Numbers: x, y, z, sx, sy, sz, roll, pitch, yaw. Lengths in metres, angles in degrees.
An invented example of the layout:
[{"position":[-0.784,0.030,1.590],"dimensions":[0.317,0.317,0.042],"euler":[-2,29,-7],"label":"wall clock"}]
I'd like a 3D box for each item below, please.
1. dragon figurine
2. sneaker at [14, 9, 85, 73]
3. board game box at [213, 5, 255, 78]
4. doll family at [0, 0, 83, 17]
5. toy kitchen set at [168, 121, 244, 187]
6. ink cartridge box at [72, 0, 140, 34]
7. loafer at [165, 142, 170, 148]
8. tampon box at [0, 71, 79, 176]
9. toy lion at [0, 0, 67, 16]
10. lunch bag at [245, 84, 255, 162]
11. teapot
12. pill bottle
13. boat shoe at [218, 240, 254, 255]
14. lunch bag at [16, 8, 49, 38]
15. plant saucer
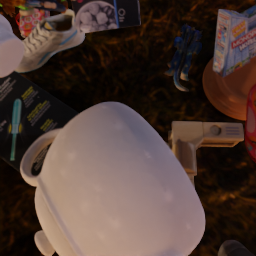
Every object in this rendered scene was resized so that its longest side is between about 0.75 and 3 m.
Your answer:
[{"position":[1.316,-1.737,6.579],"dimensions":[0.631,1.067,2.145],"euler":[18,36,3],"label":"dragon figurine"},{"position":[-2.617,-2.689,8.558],"dimensions":[2.646,1.069,1.012],"euler":[-35,75,-12],"label":"sneaker"},{"position":[2.302,-1.906,5.680],"dimensions":[1.311,1.310,0.404],"euler":[-30,45,-2],"label":"board game box"},{"position":[-2.069,-2.755,5.942],"dimensions":[2.139,1.328,0.964],"euler":[27,115,28],"label":"doll family"},{"position":[1.995,0.800,6.873],"dimensions":[1.882,1.702,2.087],"euler":[1,69,0],"label":"toy kitchen set"},{"position":[-0.548,-3.120,6.531],"dimensions":[1.569,1.584,0.344],"euler":[-8,29,0],"label":"ink cartridge box"},{"position":[0.274,0.963,7.368],"dimensions":[1.950,0.682,0.680],"euler":[-39,82,-13],"label":"loafer"},{"position":[-2.459,0.108,7.194],"dimensions":[2.515,1.588,1.885],"euler":[33,73,12],"label":"tampon box"},{"position":[-3.268,-4.329,9.255],"dimensions":[1.934,0.664,1.853],"euler":[-29,46,-31],"label":"toy lion"},{"position":[2.669,0.332,4.186],"dimensions":[0.858,1.844,2.094],"euler":[-18,36,-9],"label":"lunch bag"},{"position":[-0.469,1.149,4.478],"dimensions":[2.187,2.994,2.955],"euler":[-32,92,-13],"label":"teapot"},{"position":[-3.135,-1.925,5.344],"dimensions":[2.223,1.214,1.214],"euler":[36,73,6],"label":"pill bottle"},{"position":[1.975,2.844,4.486],"dimensions":[0.909,2.572,0.819],"euler":[-21,26,-10],"label":"boat shoe"},{"position":[-3.151,-3.535,9.189],"dimensions":[1.033,0.481,1.173],"euler":[-2,69,-1],"label":"lunch bag"},{"position":[3.519,-1.428,8.402],"dimensions":[2.464,0.461,2.464],"euler":[0,69,-1],"label":"plant saucer"}]
